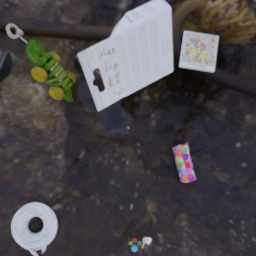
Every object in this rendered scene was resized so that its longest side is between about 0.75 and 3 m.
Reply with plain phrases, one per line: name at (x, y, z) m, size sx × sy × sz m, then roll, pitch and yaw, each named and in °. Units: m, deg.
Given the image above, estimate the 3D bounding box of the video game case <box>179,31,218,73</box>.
video game case at (2.873, -3.102, 11.387) m, size 1.426 × 0.179 × 1.566 m, roll 9°, pitch 80°, yaw 1°

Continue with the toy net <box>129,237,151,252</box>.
toy net at (0.442, 4.135, 10.117) m, size 0.813 × 0.157 × 0.426 m, roll -26°, pitch 78°, yaw -6°

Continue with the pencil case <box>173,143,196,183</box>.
pencil case at (2.097, 1.293, 10.395) m, size 0.638 × 0.638 × 1.444 m, roll -9°, pitch 81°, yaw -2°

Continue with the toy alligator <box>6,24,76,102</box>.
toy alligator at (-2.396, -1.861, 8.216) m, size 2.821 × 0.678 × 0.935 m, roll 51°, pitch 52°, yaw -31°

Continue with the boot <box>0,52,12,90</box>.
boot at (-5.819, -2.250, 10.937) m, size 1.941 × 0.772 × 2.230 m, roll 23°, pitch 83°, yaw 3°

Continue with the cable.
cable at (-3.317, 3.500, 10.021) m, size 1.610 × 0.558 × 1.611 m, roll 30°, pitch 81°, yaw 7°

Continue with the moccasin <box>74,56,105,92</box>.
moccasin at (-0.907, -1.642, 8.519) m, size 0.809 × 0.766 × 2.095 m, roll -20°, pitch 39°, yaw -25°

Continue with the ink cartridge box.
ink cartridge box at (-0.008, -1.877, 7.471) m, size 2.625 × 2.133 × 0.749 m, roll -27°, pitch 54°, yaw -9°
